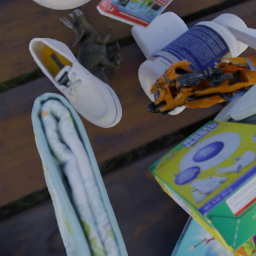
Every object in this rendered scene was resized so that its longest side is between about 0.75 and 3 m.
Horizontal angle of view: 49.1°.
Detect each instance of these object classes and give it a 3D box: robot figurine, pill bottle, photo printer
[{"bbox_3d":[1.517,-0.877,5.729,2.430,1.761,0.707,-9,74,-28],"label":"robot figurine"},{"bbox_3d":[1.874,-1.840,7.729,2.961,1.643,1.643,-38,73,-13],"label":"pill bottle"},{"bbox_3d":[1.092,-2.871,8.725,1.585,0.550,1.319,-24,71,-9],"label":"photo printer"}]

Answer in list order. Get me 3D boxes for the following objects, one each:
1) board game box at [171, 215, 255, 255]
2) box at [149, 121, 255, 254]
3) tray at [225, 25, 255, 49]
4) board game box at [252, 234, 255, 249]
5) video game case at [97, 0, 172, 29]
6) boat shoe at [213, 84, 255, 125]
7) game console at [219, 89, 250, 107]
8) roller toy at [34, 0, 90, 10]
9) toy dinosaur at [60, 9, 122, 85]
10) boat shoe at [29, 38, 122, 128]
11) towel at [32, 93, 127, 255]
[{"bbox_3d":[2.280,2.740,6.498,2.002,0.622,2.653,28,71,10],"label":"board game box"},{"bbox_3d":[1.203,0.532,3.954,1.442,2.458,0.595,-36,98,-6],"label":"box"},{"bbox_3d":[3.039,-1.574,5.557,1.330,0.275,2.478,4,30,-17],"label":"tray"},{"bbox_3d":[2.782,1.794,3.776,0.326,2.018,1.211,-27,102,-43],"label":"board game box"},{"bbox_3d":[0.642,-2.949,5.331,2.320,1.659,0.202,-42,73,31],"label":"video game case"},{"bbox_3d":[2.106,-0.181,4.554,0.786,2.543,0.926,42,81,5],"label":"boat shoe"},{"bbox_3d":[2.963,-1.007,8.072,0.772,0.679,0.449,-38,102,-13],"label":"game console"},{"bbox_3d":[-1.746,-4.190,6.362,2.649,2.416,1.851,8,34,-41],"label":"roller toy"},{"bbox_3d":[-0.983,-2.110,8.333,1.455,1.095,2.846,-13,76,9],"label":"toy dinosaur"},{"bbox_3d":[-1.195,-1.005,6.055,0.911,0.897,2.570,-43,80,17],"label":"boat shoe"},{"bbox_3d":[-0.929,1.230,4.653,0.703,2.500,2.920,-14,71,-22],"label":"towel"}]
